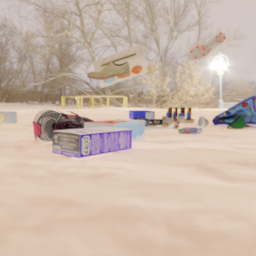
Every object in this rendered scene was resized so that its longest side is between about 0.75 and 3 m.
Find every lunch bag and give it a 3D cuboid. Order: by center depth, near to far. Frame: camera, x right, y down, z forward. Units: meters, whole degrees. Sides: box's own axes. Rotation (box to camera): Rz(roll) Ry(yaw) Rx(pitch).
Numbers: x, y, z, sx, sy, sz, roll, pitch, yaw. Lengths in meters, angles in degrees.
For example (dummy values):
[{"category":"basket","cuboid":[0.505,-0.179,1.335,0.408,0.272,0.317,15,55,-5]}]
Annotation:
[{"category":"lunch bag","cuboid":[4.959,-0.696,12.002,1.880,1.175,2.497,-18,0,-31]}]

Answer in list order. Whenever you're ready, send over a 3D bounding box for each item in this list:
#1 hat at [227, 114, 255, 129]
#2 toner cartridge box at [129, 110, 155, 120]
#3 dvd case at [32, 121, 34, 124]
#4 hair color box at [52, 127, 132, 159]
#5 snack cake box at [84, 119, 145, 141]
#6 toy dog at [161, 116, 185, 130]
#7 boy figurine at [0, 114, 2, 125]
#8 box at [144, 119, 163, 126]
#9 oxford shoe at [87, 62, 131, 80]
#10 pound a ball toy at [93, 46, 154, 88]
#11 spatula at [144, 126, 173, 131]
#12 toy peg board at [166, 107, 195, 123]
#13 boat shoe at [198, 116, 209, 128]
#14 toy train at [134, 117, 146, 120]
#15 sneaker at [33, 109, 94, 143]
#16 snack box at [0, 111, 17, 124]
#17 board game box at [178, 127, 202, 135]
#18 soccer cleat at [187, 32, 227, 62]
[{"category":"hat","cuboid":[4.393,-0.007,10.706,0.918,0.808,0.760,-42,-5,0]},{"category":"toner cartridge box","cuboid":[0.763,-0.758,16.860,1.227,0.558,2.583,1,5,-5]},{"category":"dvd case","cuboid":[-3.346,-0.229,12.948,1.954,0.171,1.394,-2,6,-23]},{"category":"hair color box","cuboid":[-0.670,0.252,5.555,0.798,0.473,1.460,5,5,39]},{"category":"snack cake box","cuboid":[-0.305,0.077,7.216,0.902,0.527,1.568,5,7,30]},{"category":"toy dog","cuboid":[1.747,-0.191,10.856,0.989,0.652,0.476,14,-19,40]},{"category":"boy figurine","cuboid":[-6.257,-0.353,11.945,1.149,0.596,1.849,-6,0,27]},{"category":"box","cuboid":[0.768,-0.210,11.446,0.959,0.261,1.197,-2,0,-40]},{"category":"oxford shoe","cuboid":[-0.777,-2.273,11.023,1.722,0.635,0.609,-8,27,-6]},{"category":"pound a ball toy","cuboid":[-0.076,-2.843,14.419,2.952,1.254,1.925,-18,-35,2]},{"category":"spatula","cuboid":[0.634,-0.022,10.648,2.043,0.164,1.421,-3,4,-34]},{"category":"toy peg board","cuboid":[2.667,-0.691,14.774,1.605,0.785,1.599,1,5,16]},{"category":"boat shoe","cuboid":[3.135,-0.245,11.581,0.394,0.458,1.271,2,2,9]},{"category":"toy train","cuboid":[0.620,-0.313,13.281,0.436,0.324,1.902,14,7,14]},{"category":"sneaker","cuboid":[-1.531,-0.056,7.077,0.771,0.832,2.064,5,6,28]},{"category":"snack box","cuboid":[-6.403,-0.501,13.484,1.811,0.613,1.527,-4,5,-28]},{"category":"board game box","cuboid":[2.065,0.090,9.263,0.606,0.154,0.895,2,5,26]},{"category":"soccer cleat","cuboid":[3.524,-3.533,12.566,1.990,0.690,0.772,-33,-7,0]}]
